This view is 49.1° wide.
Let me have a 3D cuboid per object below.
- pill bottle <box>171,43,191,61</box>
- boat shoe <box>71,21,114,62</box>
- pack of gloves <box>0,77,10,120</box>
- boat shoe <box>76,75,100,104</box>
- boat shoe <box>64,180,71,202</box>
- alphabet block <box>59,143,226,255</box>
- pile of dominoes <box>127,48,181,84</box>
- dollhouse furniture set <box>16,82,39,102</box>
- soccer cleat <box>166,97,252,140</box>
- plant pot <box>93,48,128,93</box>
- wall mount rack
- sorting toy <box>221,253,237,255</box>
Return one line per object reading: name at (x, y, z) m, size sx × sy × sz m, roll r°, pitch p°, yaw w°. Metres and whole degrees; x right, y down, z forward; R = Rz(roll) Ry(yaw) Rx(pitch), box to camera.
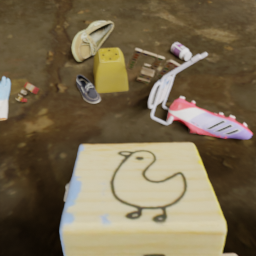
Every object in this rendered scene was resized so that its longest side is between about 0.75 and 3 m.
pill bottle at (2.304, -3.282, 12.134) m, size 0.506 × 0.506 × 0.901 m, roll -25°, pitch 52°, yaw -22°
boat shoe at (-1.508, -3.846, 12.170) m, size 0.860 × 0.998 × 2.735 m, roll -1°, pitch 40°, yaw 31°
pack of gloves at (-5.458, -1.170, 10.139) m, size 2.117 × 0.497 × 2.519 m, roll -8°, pitch 47°, yaw -9°
boat shoe at (-1.531, -1.453, 10.384) m, size 0.548 × 0.473 × 1.509 m, roll -28°, pitch 51°, yaw -17°
boat shoe at (-1.495, 1.554, 7.232) m, size 0.276 × 0.304 × 0.826 m, roll 13°, pitch 86°, yaw 29°
alphabet block at (0.216, 1.868, 5.506) m, size 2.458 × 2.413 × 2.400 m, roll -1°, pitch 31°, yaw -1°
pile of dominoes at (0.832, -2.034, 9.951) m, size 1.685 × 2.161 × 0.344 m, roll 16°, pitch 83°, yaw -6°
dollhouse furniture set at (-3.635, -1.223, 10.126) m, size 0.411 × 0.311 × 0.765 m, roll 33°, pitch 89°, yaw 12°
soccer cleat at (2.551, -0.094, 9.012) m, size 2.668 × 0.890 × 1.020 m, roll 25°, pitch 89°, yaw 11°
plant pot at (-0.679, -2.231, 10.486) m, size 1.271 × 1.309 × 1.279 m, roll -6°, pitch 54°, yaw -6°
wall mount rack at (1.523, -1.361, 8.779) m, size 0.967 × 2.254 × 2.594 m, roll 24°, pitch 24°, yaw 13°
sorting toy at (1.190, 3.657, 5.625) m, size 2.708 × 0.399 × 2.002 m, roll -2°, pitch 44°, yaw -2°
